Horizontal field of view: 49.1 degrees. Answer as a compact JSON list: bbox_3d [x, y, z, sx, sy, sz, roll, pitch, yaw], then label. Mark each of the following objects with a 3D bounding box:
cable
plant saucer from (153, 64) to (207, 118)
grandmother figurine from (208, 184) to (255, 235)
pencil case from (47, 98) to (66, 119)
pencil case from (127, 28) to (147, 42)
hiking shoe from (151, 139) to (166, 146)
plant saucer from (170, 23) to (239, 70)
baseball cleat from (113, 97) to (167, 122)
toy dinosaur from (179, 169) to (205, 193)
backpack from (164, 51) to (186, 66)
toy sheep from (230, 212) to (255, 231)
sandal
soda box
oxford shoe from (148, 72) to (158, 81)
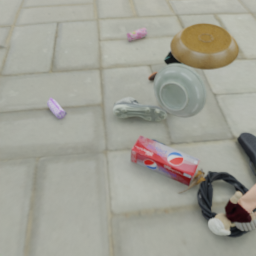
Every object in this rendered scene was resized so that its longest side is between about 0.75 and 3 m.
[{"bbox_3d":[3.023,2.301,8.752,1.750,0.545,2.144,-21,57,-11],"label":"cable"},{"bbox_3d":[1.575,-1.109,9.152,1.916,1.916,0.481,28,43,22],"label":"plant saucer"},{"bbox_3d":[3.004,2.063,7.302,2.107,1.278,0.638,-42,19,10],"label":"grandmother figurine"},{"bbox_3d":[-2.941,-0.783,11.438,0.410,0.418,0.978,-31,55,-26],"label":"pencil case"},{"bbox_3d":[0.477,-5.001,15.051,1.115,0.487,0.487,-25,53,-20],"label":"pencil case"},{"bbox_3d":[0.995,0.589,10.209,0.768,0.333,0.286,13,94,26],"label":"hiking shoe"},{"bbox_3d":[2.828,-3.144,10.305,2.517,0.446,2.517,-1,54,2],"label":"plant saucer"},{"bbox_3d":[0.478,-0.828,11.279,2.140,0.746,1.139,7,40,-2],"label":"baseball cleat"},{"bbox_3d":[2.227,1.763,9.192,1.253,0.666,0.379,-34,67,-33],"label":"toy dinosaur"},{"bbox_3d":[2.361,-3.197,12.931,1.256,1.095,1.428,-30,21,19],"label":"backpack"},{"bbox_3d":[3.316,2.612,7.903,0.886,0.611,0.611,-24,46,21],"label":"toy sheep"},{"bbox_3d":[4.588,1.207,9.670,0.992,0.559,2.609,7,38,-12],"label":"sandal"},{"bbox_3d":[1.228,1.103,9.606,2.230,0.707,0.781,22,53,17],"label":"soda box"},{"bbox_3d":[1.397,-2.334,12.838,1.003,0.357,0.364,-20,56,-17],"label":"oxford shoe"}]
